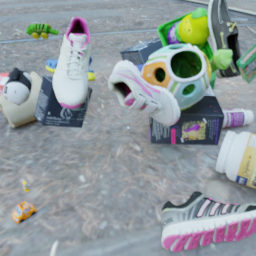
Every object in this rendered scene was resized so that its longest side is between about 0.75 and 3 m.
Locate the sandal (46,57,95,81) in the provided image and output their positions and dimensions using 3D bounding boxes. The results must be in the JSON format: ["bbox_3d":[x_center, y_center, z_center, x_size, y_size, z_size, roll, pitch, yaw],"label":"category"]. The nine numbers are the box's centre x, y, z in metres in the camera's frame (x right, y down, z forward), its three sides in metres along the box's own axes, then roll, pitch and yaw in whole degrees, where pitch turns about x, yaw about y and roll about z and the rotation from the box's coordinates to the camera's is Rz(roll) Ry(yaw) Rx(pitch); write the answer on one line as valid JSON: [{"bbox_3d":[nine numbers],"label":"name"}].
[{"bbox_3d":[-2.281,-2.540,11.281,2.445,1.065,0.972,14,10,26],"label":"sandal"}]

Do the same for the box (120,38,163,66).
[{"bbox_3d":[0.999,-3.664,14.392,1.853,1.337,2.497,-28,21,-16],"label":"box"}]

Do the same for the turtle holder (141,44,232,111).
[{"bbox_3d":[1.747,-1.544,8.575,2.682,2.038,1.904,9,-11,-6],"label":"turtle holder"}]

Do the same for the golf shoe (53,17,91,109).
[{"bbox_3d":[-1.288,-1.560,6.515,0.852,1.035,2.261,4,65,-13],"label":"golf shoe"}]

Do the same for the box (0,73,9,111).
[{"bbox_3d":[-5.701,-1.545,12.255,2.628,1.244,1.349,-5,34,-8],"label":"box"}]

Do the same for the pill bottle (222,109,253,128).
[{"bbox_3d":[4.193,-0.388,11.028,1.279,0.718,0.718,-3,34,-5],"label":"pill bottle"}]

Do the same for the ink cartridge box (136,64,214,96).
[{"bbox_3d":[1.999,-2.029,12.364,2.904,0.629,2.851,-10,63,-11],"label":"ink cartridge box"}]

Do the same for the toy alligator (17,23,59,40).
[{"bbox_3d":[-3.694,-3.886,11.073,1.920,0.521,0.569,6,68,15],"label":"toy alligator"}]

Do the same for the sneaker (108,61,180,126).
[{"bbox_3d":[0.297,-0.671,6.657,2.022,0.822,0.892,37,46,2],"label":"sneaker"}]

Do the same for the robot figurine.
[{"bbox_3d":[-3.492,-1.312,8.869,0.807,0.971,1.293,-28,42,15],"label":"robot figurine"}]

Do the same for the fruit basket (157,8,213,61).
[{"bbox_3d":[2.266,-3.358,10.683,1.881,2.608,2.608,-21,32,11],"label":"fruit basket"}]

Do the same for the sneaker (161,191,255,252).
[{"bbox_3d":[2.078,2.126,6.975,2.817,1.039,1.232,-9,41,-6],"label":"sneaker"}]

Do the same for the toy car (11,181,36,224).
[{"bbox_3d":[-2.985,1.991,7.742,0.632,0.428,1.288,-17,38,-23],"label":"toy car"}]

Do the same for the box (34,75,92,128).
[{"bbox_3d":[-1.740,-0.679,7.492,1.184,1.164,0.734,4,20,-40],"label":"box"}]

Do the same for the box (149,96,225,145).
[{"bbox_3d":[2.062,-0.336,10.384,2.504,1.328,1.531,2,34,1],"label":"box"}]

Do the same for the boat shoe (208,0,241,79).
[{"bbox_3d":[3.350,-3.073,9.483,0.982,2.755,0.830,-20,14,-39],"label":"boat shoe"}]

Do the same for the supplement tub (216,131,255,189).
[{"bbox_3d":[3.817,1.009,8.203,2.137,1.543,1.543,18,38,25],"label":"supplement tub"}]

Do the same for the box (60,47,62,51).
[{"bbox_3d":[-3.828,-5.009,18.093,0.928,0.493,0.706,0,34,0],"label":"box"}]

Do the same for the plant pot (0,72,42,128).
[{"bbox_3d":[-4.111,-0.977,11.120,1.768,1.931,1.931,-32,44,-22],"label":"plant pot"}]

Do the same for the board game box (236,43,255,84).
[{"bbox_3d":[3.823,-2.159,7.589,0.274,1.885,1.268,50,14,28],"label":"board game box"}]

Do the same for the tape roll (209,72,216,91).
[{"bbox_3d":[2.848,-2.493,14.146,2.996,0.720,2.996,0,34,0],"label":"tape roll"}]
